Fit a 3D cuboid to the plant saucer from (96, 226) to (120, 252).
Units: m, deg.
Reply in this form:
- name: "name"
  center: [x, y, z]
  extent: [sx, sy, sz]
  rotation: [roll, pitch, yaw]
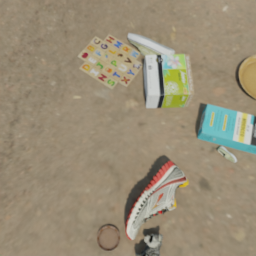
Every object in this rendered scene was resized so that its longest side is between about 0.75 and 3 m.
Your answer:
- name: "plant saucer"
  center: [-0.641, 3.620, 9.171]
  extent: [0.775, 0.134, 0.775]
  rotation: [0, 70, 0]

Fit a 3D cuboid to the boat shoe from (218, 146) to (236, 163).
- name: "boat shoe"
  center: [3.545, 0.994, 10.082]
  extent: [0.235, 0.273, 0.758]
  rotation: [-32, 63, -27]

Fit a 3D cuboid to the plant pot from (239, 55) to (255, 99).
- name: "plant pot"
  center: [5.490, -1.936, 11.186]
  extent: [2.217, 0.305, 2.217]
  rotation: [0, 70, -1]

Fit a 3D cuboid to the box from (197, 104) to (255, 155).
- name: "box"
  center: [4.115, 0.141, 10.173]
  extent: [2.915, 0.716, 1.199]
  rotation: [15, 70, 5]

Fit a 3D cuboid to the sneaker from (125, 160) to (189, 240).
- name: "sneaker"
  center: [0.929, 2.434, 9.099]
  extent: [1.174, 1.113, 2.858]
  rotation: [37, 74, 12]

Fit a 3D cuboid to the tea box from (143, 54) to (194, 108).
- name: "tea box"
  center: [1.492, -1.757, 10.649]
  extent: [1.700, 1.154, 1.728]
  rotation: [-2, 69, -2]

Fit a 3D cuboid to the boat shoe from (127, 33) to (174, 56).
- name: "boat shoe"
  center: [0.831, -3.232, 11.451]
  extent: [2.198, 0.791, 0.682]
  rotation: [32, 116, 23]

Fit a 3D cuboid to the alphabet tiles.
- name: "alphabet tiles"
  center: [-0.733, -2.780, 11.618]
  extent: [2.516, 0.080, 2.094]
  rotation: [33, 73, 12]

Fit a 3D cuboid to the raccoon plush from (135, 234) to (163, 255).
- name: "raccoon plush"
  center: [0.942, 4.118, 8.846]
  extent: [1.046, 0.755, 1.561]
  rotation: [-36, 98, -25]
